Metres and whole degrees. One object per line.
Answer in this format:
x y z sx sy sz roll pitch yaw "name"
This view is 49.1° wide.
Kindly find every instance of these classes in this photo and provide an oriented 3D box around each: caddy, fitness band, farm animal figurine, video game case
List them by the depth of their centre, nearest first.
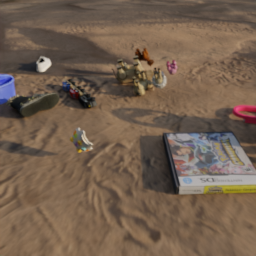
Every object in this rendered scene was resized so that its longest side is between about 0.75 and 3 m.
2.404 0.945 8.506 2.400 0.339 2.655 -1 32 -1 "video game case"
4.872 -0.529 10.924 1.513 0.283 1.086 7 30 9 "fitness band"
-5.866 -1.692 11.966 1.465 1.088 2.073 18 37 27 "caddy"
0.842 -2.395 13.021 2.243 1.397 2.778 -33 45 -14 "farm animal figurine"

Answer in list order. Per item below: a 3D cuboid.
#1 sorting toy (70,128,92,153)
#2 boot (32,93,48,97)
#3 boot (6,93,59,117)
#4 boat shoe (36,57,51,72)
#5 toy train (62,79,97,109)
-1.305 0.363 8.098 0.407 0.762 0.686 -36 7 -35 "sorting toy"
-3.845 -1.252 12.050 0.633 0.328 0.970 -4 25 3 "boot"
-3.895 -1.111 11.470 1.362 0.651 1.804 22 38 34 "boot"
-4.725 -3.616 15.473 0.588 0.560 1.634 3 33 5 "boat shoe"
-2.241 -1.524 12.328 0.631 0.470 2.755 -30 42 -20 "toy train"
